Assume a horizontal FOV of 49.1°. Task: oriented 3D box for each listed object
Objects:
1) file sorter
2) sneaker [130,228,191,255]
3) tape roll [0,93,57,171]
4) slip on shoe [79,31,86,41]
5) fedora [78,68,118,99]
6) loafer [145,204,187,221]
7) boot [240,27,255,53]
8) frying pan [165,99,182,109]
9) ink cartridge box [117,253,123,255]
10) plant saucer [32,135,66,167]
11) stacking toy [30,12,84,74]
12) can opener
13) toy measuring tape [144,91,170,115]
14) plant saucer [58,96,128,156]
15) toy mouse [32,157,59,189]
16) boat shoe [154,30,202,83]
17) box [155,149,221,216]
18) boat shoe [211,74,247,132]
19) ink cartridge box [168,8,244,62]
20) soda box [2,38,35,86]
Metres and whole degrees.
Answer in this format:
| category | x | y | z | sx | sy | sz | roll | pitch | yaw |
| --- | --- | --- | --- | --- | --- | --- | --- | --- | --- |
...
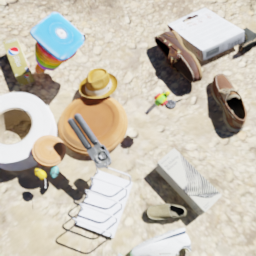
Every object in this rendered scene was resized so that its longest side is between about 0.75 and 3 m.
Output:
| category | x | y | z | sx | sy | sz | roll | pitch | yaw |
| --- | --- | --- | --- | --- | --- | --- | --- | --- | --- |
| file sorter | -0.797 | 2.353 | 9.199 | 1.373 | 1.232 | 1.979 | 18 | 65 | 8 |
| sneaker | 1.029 | 3.800 | 8.820 | 1.950 | 0.745 | 0.785 | -16 | 75 | -6 |
| tape roll | -4.129 | 0.114 | 10.383 | 2.839 | 0.993 | 2.839 | 0 | 64 | 0 |
| slip on shoe | -2.734 | -3.731 | 12.389 | 0.573 | 0.720 | 1.893 | 41 | 68 | 12 |
| fedora | -1.210 | -1.865 | 11.079 | 1.668 | 0.680 | 1.668 | -2 | 49 | 3 |
| loafer | 1.280 | 2.788 | 9.395 | 1.434 | 0.484 | 0.545 | -5 | 64 | -2 |
| boot | 5.282 | -3.988 | 12.680 | 1.452 | 0.562 | 1.004 | -30 | 63 | -28 |
| frying pan | 1.874 | -0.981 | 11.424 | 0.750 | 0.122 | 0.454 | -5 | 65 | 1 |
| ink cartridge box | -0.397 | 4.964 | 8.277 | 1.082 | 0.618 | 2.084 | 31 | 68 | 14 |
| plant saucer | -2.657 | 0.751 | 9.439 | 1.121 | 0.181 | 1.121 | 10 | 62 | -19 |
| stacking toy | -3.100 | -2.865 | 10.992 | 1.585 | 2.889 | 1.677 | 41 | 53 | -13 |
| can opener | -1.193 | 0.437 | 8.949 | 0.514 | 0.644 | 1.925 | -35 | 85 | 6 |
| toy measuring tape | 0.949 | -0.809 | 9.632 | 0.478 | 1.301 | 0.478 | 28 | 39 | -26 |
| plant saucer | -1.361 | -0.245 | 10.754 | 2.703 | 0.506 | 2.703 | -1 | 60 | 2 |
| toy mouse | -2.667 | 1.299 | 9.373 | 1.141 | 0.221 | 1.014 | 49 | 41 | 11 |
| boat shoe | 2.055 | -2.960 | 11.884 | 1.024 | 1.025 | 2.912 | -17 | 58 | -14 |
| box | 2.028 | 1.854 | 9.689 | 0.918 | 0.764 | 2.234 | -39 | 70 | -17 |
| boat shoe | 4.063 | -1.142 | 11.034 | 0.977 | 0.926 | 2.580 | -12 | 65 | -6 |
| ink cartridge box | 3.499 | -4.344 | 12.865 | 2.256 | 0.792 | 2.776 | -27 | 46 | -10 |
| soda box | -4.688 | -2.843 | 11.980 | 0.657 | 0.695 | 2.054 | -23 | 67 | -11 |
